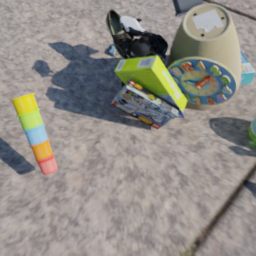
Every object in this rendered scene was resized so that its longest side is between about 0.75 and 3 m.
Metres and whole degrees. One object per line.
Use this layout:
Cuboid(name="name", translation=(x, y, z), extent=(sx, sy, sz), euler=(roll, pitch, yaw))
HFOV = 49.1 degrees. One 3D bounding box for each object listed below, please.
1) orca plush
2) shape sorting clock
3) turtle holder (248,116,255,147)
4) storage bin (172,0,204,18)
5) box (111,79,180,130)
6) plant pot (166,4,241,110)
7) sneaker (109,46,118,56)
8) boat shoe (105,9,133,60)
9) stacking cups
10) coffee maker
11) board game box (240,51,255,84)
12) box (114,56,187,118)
Cuboid(name="orca plush", translation=(0.212, -2.882, 8.345), extent=(1.363, 0.484, 0.717), euler=(32, 60, 33))
Cuboid(name="shape sorting clock", translation=(2.069, -1.272, 8.128), extent=(2.059, 2.059, 0.404), euler=(18, 61, 14))
Cuboid(name="turtle holder", translation=(4.319, 0.117, 8.553), extent=(1.151, 1.075, 1.514), euler=(26, 55, 19))
Cuboid(name="storage bin", translation=(1.843, -3.974, 8.864), extent=(0.917, 0.667, 0.616), euler=(-20, 95, -4))
Cuboid(name="box", translation=(0.499, -0.656, 8.484), extent=(1.765, 1.208, 0.352), euler=(28, 60, -14))
Cuboid(name="plant pot", translation=(2.429, -2.410, 9.011), extent=(2.679, 2.861, 2.679), euler=(-5, 66, 10))
Cuboid(name="sneaker", translation=(-0.553, -3.469, 12.019), extent=(0.421, 0.367, 0.936), euler=(14, 51, 16))
Cuboid(name="boat shoe", translation=(-0.266, -3.322, 10.142), extent=(0.732, 0.673, 2.049), euler=(-26, 85, 0))
Cuboid(name="stacking cups", translation=(-2.393, 0.176, 7.388), extent=(0.648, 2.141, 0.648), euler=(-17, 14, 4))
Cuboid(name="coffee maker", translation=(0.476, -1.792, 9.232), extent=(1.344, 1.995, 1.917), euler=(10, 67, 0))
Cuboid(name="board game box", translation=(3.319, -2.452, 11.009), extent=(2.543, 0.597, 1.920), euler=(-7, 51, -6))
Cuboid(name="box", translation=(0.781, -1.150, 8.482), extent=(1.402, 2.299, 0.548), euler=(5, 61, 40))
